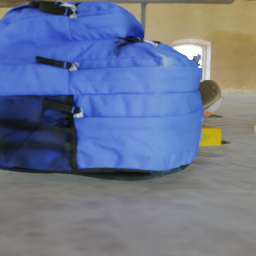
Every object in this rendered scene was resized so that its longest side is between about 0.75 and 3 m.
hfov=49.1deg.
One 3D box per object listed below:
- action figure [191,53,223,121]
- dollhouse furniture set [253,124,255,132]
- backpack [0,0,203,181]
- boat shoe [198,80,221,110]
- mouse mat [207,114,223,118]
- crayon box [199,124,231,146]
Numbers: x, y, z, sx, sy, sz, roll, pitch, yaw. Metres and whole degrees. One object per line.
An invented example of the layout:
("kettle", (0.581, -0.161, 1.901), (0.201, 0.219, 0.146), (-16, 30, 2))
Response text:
("action figure", (1.922, -1.000, 8.457), (1.176, 2.248, 2.175), (15, 2, -32))
("dollhouse furniture set", (4.473, -0.240, 7.136), (1.123, 0.868, 2.248), (-7, 11, -40))
("backpack", (-0.359, -0.495, 4.060), (2.867, 2.406, 2.330), (5, 17, 10))
("boat shoe", (1.372, -0.452, 6.821), (1.915, 0.689, 0.647), (-29, -22, 22))
("mouse mat", (3.159, -0.527, 11.748), (1.108, 0.052, 1.376), (-2, 10, -12))
("crayon box", (1.372, 0.144, 6.149), (1.467, 0.373, 0.931), (-1, 6, -9))
